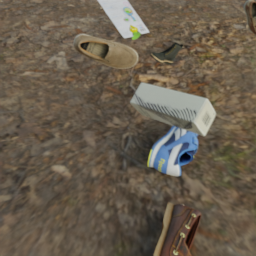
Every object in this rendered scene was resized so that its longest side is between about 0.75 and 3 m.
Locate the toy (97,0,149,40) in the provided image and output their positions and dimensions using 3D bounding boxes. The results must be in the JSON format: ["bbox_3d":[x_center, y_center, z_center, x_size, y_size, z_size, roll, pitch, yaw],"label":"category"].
[{"bbox_3d":[-0.217,-3.431,8.770,0.994,0.408,1.726,-24,71,-30],"label":"toy"}]

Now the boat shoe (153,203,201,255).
[{"bbox_3d":[0.991,2.633,5.865,0.876,0.876,2.490,11,42,17],"label":"boat shoe"}]

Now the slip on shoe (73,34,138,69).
[{"bbox_3d":[-0.396,-1.480,5.491,1.333,0.507,0.404,16,17,-23],"label":"slip on shoe"}]

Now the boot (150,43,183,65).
[{"bbox_3d":[1.278,-2.552,9.288,1.120,0.775,0.434,-9,54,-50],"label":"boot"}]

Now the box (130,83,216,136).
[{"bbox_3d":[1.134,-0.521,7.356,2.081,0.855,0.711,21,77,41],"label":"box"}]

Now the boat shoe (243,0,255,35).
[{"bbox_3d":[4.452,-3.811,9.786,0.502,1.325,0.476,-32,19,7],"label":"boat shoe"}]

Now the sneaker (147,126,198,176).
[{"bbox_3d":[1.667,0.466,8.398,1.068,0.960,2.597,27,56,28],"label":"sneaker"}]
